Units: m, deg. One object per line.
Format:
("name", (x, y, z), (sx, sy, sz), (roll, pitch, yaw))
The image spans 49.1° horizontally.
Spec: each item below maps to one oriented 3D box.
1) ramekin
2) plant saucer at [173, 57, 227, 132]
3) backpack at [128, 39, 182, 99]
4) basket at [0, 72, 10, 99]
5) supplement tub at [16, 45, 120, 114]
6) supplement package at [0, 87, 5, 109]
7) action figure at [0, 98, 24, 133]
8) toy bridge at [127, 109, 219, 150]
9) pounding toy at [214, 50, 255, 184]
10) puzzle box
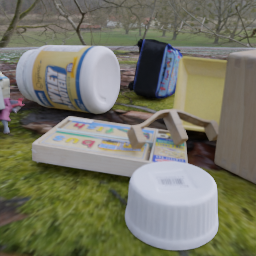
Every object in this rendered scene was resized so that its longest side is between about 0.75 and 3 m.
("ramekin", (0.630, 1.020, 4.057), (1.354, 0.660, 1.354), (0, 19, 0))
("plant saucer", (2.433, -0.766, 7.628), (2.332, 0.565, 2.332), (8, 63, 7))
("backpack", (1.284, -2.348, 11.514), (1.665, 2.260, 2.475), (16, 13, 18))
("basket", (-5.314, -1.422, 9.233), (2.564, 1.783, 2.261), (20, 27, 23))
("supplement tub", (-1.994, -1.676, 9.469), (2.973, 2.150, 2.150), (8, 21, 24))
("supplement package", (-3.696, -0.812, 6.925), (0.904, 0.665, 0.864), (-21, 40, -33))
("action figure", (-3.581, -0.497, 7.520), (1.596, 1.188, 1.069), (-28, 37, -6))
("toy bridge", (0.970, -0.022, 5.741), (2.190, 0.298, 0.736), (-5, 60, -29))
("pounding toy", (3.432, -0.471, 5.203), (2.810, 2.587, 1.998), (-15, 26, -32))
("puzzle box", (-0.242, 0.363, 5.901), (2.902, 0.369, 1.930), (8, 20, 7))
